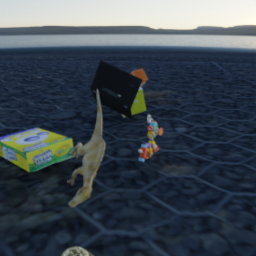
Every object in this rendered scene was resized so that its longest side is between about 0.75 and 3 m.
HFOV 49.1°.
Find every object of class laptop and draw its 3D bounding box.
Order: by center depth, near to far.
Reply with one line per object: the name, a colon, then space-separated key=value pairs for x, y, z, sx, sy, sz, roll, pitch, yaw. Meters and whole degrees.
laptop: x=-0.449 y=-1.460 z=11.255 sx=1.826 sy=1.950 sz=1.130 roll=27 pitch=21 yaw=10

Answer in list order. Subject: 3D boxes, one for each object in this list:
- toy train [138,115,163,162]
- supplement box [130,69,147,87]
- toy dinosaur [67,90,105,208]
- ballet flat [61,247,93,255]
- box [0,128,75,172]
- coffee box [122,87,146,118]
toy train: x=0.702 y=0.376 z=8.301 sx=0.390 sy=1.403 sz=1.054 roll=9 pitch=-14 yaw=20
supplement box: x=0.249 y=-2.192 z=14.241 sx=0.683 sy=0.661 sz=1.986 roll=-22 pitch=-10 yaw=-27
toy dinosaur: x=-0.868 y=0.622 z=6.824 sx=0.830 sy=2.852 sz=1.442 roll=20 pitch=-31 yaw=-22
ballet flat: x=-0.502 y=2.442 z=3.987 sx=0.775 sy=0.533 sz=2.301 roll=-9 pitch=23 yaw=-22
box: x=-2.740 y=0.603 z=8.300 sx=2.510 sy=0.607 sz=1.473 roll=14 pitch=24 yaw=43
coffee box: x=0.050 y=-1.282 z=12.376 sx=1.087 sy=1.089 sz=1.077 roll=-18 pitch=34 yaw=-9
